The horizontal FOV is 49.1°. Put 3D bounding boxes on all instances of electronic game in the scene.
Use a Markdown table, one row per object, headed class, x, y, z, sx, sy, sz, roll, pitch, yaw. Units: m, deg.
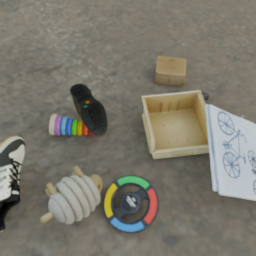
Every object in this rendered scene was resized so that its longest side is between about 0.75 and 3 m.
| class | x | y | z | sx | sy | sz | roll | pitch | yaw |
| --- | --- | --- | --- | --- | --- | --- | --- | --- | --- |
| electronic game | 0.068 | 2.163 | 8.028 | 1.633 | 0.340 | 1.633 | -4 | 70 | 12 |

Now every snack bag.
| class | x | y | z | sx | sy | sz | roll | pitch | yaw |
| --- | --- | --- | --- | --- | --- | --- | --- | --- | --- |
| snack bag | 3.422 | 0.821 | 8.292 | 2.853 | 0.305 | 2.690 | 16 | 60 | -29 |

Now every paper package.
| class | x | y | z | sx | sy | sz | roll | pitch | yaw |
| --- | --- | --- | --- | --- | --- | --- | --- | --- | --- |
| paper package | 1.750 | -2.345 | 11.547 | 1.211 | 0.627 | 1.154 | 6 | 51 | 6 |

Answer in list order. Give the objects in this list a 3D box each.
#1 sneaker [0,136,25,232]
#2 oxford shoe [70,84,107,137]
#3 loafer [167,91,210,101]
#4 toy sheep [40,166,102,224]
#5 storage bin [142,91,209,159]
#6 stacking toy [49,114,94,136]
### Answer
| class | x | y | z | sx | sy | sz | roll | pitch | yaw |
| --- | --- | --- | --- | --- | --- | --- | --- | --- | --- |
| sneaker | -3.450 | 1.629 | 8.040 | 1.216 | 1.049 | 2.773 | 14 | 75 | 22 |
| oxford shoe | -1.251 | -0.467 | 9.416 | 0.817 | 0.949 | 2.248 | -19 | 53 | -15 |
| loafer | 2.287 | -1.115 | 10.773 | 1.675 | 0.527 | 0.602 | 1 | 21 | -9 |
| toy sheep | -1.560 | 1.960 | 7.834 | 2.014 | 1.389 | 1.389 | -32 | 59 | -28 |
| storage bin | 1.654 | -0.117 | 9.640 | 2.104 | 0.986 | 2.089 | -6 | 53 | -5 |
| stacking toy | -1.823 | -0.003 | 9.824 | 1.753 | 0.748 | 0.748 | 8 | 53 | -4 |
